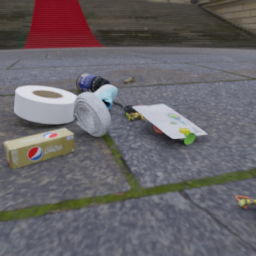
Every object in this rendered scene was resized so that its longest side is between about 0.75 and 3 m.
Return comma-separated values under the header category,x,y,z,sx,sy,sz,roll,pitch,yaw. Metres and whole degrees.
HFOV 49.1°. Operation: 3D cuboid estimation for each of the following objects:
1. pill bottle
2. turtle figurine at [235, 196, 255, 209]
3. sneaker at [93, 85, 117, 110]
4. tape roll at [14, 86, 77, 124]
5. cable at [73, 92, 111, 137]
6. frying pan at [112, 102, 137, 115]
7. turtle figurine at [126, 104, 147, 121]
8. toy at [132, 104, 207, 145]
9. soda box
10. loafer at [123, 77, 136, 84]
category,x,y,z,sx,sy,sz,roll,pitch,yaw
pill bottle,-2.072,-2.592,16.889,2.050,1.146,1.146,17,27,38
turtle figurine,3.240,1.796,6.325,1.447,0.466,1.167,5,21,13
sneaker,-1.157,-1.262,13.763,1.168,1.054,2.851,22,36,23
tape roll,-3.610,-1.067,12.450,2.688,0.940,2.688,11,18,-4
cable,-1.363,-0.476,10.516,0.603,1.740,1.741,-34,65,-33
frying pan,-0.114,-0.825,13.171,1.391,0.226,0.841,8,40,-3
turtle figurine,0.404,-0.614,12.708,0.935,0.373,1.159,-14,49,-13
toy,1.509,-0.115,11.047,1.630,0.668,2.831,-7,27,-30
soda box,-2.842,0.625,9.114,2.104,0.674,0.713,-14,25,-34
loafer,0.107,-3.448,20.233,1.076,0.363,0.409,-16,26,-36
